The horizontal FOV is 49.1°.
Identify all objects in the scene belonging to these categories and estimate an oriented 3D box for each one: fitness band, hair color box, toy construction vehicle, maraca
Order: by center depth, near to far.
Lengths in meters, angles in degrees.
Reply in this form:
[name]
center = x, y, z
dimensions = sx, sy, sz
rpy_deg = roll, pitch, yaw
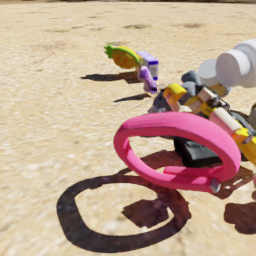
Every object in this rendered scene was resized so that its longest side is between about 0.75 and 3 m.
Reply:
[fitness band]
center = 0.760, 0.480, 5.085
dimensions = 2.410, 1.731, 0.451
rpy_deg = -6, 43, 45
[toy construction vehicle]
center = 1.925, -0.009, 5.815
dimensions = 2.318, 0.816, 2.018
rpy_deg = 14, 33, -49
[maraca]
center = -0.294, -2.984, 11.671
dimensions = 1.595, 1.093, 0.853
rpy_deg = 24, 67, 7
[hair color box]
center = 0.757, -2.633, 11.823
dimensions = 0.514, 0.868, 1.587
rpy_deg = -8, 29, -13

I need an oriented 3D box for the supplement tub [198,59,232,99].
[supplement tub]
center = 2.910, -1.629, 9.390
dimensions = 0.905, 1.251, 0.905
rpy_deg = -16, 57, 26

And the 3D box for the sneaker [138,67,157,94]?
[sneaker]
center = 0.722, -1.611, 9.716
dimensions = 0.463, 1.152, 0.509
rpy_deg = -41, 49, -9

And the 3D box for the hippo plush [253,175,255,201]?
[hippo plush]
center = 3.038, 1.025, 5.093
dimensions = 1.246, 0.992, 1.002
rpy_deg = 25, 38, 38

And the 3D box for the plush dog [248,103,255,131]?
[plush dog]
center = 3.548, -0.200, 7.152
dimensions = 0.897, 1.118, 0.960
rpy_deg = -1, 3, -39

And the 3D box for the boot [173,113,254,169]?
[boot]
center = 2.027, 0.257, 6.940
dimensions = 1.974, 0.648, 1.627
rpy_deg = -12, 29, -12

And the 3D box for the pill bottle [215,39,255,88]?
[pill bottle]
center = 3.670, -1.840, 7.837
dimensions = 2.331, 1.308, 1.308
rpy_deg = -18, 33, -19

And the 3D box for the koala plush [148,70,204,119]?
[koala plush]
center = 1.389, -0.719, 8.267
dimensions = 1.546, 1.421, 1.371
rpy_deg = -11, 27, 28
